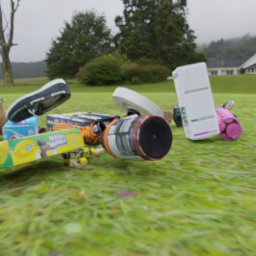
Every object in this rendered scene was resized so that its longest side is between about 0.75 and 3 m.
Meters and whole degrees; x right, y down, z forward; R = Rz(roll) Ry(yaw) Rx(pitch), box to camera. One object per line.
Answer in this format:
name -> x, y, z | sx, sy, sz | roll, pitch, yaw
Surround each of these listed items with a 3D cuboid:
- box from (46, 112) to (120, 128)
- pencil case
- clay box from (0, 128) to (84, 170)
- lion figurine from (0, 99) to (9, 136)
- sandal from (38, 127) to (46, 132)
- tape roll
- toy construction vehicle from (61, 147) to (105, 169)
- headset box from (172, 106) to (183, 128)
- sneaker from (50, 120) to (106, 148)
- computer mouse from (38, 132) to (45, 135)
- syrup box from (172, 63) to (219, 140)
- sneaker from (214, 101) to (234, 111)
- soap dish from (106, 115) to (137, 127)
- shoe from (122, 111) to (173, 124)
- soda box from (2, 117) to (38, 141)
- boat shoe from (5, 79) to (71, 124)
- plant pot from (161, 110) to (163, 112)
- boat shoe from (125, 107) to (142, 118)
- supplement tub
box -> -2.005, -0.249, 12.431 | 2.668, 0.655, 2.151 | 10, 16, 42
pencil case -> 3.855, -0.124, 10.945 | 0.994, 1.026, 2.191 | -24, 5, 18
clay box -> -2.355, 0.517, 6.447 | 1.402, 0.581, 2.439 | -14, -2, 31
lion figurine -> -4.772, -0.025, 9.600 | 0.996, 1.683, 2.748 | 13, 28, 15
sandal -> -3.746, 0.078, 11.312 | 0.391, 0.235, 1.042 | 27, 21, 32
tape roll -> 0.370, -0.831, 11.138 | 2.222, 0.406, 2.222 | 29, -8, 5
toy construction vehicle -> -1.189, 0.773, 7.365 | 1.082, 0.381, 0.942 | -2, 7, 44
headset box -> 2.348, -0.511, 13.004 | 0.370, 0.798, 0.695 | -9, 46, -6
sneaker -> -1.290, 0.066, 8.143 | 1.767, 0.685, 0.990 | 12, -31, -41
computer mouse -> -2.591, 0.374, 9.623 | 1.069, 0.246, 0.751 | 5, 14, -29
syrup box -> 2.396, -0.914, 10.037 | 1.037, 2.547, 1.003 | -11, 3, 0
sneaker -> 4.128, -0.801, 12.972 | 1.623, 0.627, 0.635 | -37, -21, 32
soap dish -> -0.205, -0.024, 9.343 | 0.883, 0.456, 1.122 | -19, -1, -41
shoe -> 0.885, -0.301, 13.058 | 2.388, 0.835, 0.637 | -3, -30, -4
soda box -> -3.395, 0.193, 9.042 | 0.856, 0.905, 2.669 | -2, 10, -15
boat shoe -> -2.556, -0.656, 8.006 | 1.955, 0.590, 0.739 | -35, -24, 0
plant pot -> 1.526, -0.532, 13.869 | 0.718, 0.788, 0.788 | 13, 13, 18
boat shoe -> 0.149, -0.300, 11.387 | 0.644, 0.571, 1.723 | 29, -17, 4
supplement tub -> 0.084, 0.266, 6.899 | 1.070, 1.070, 2.000 | -6, 0, -33
